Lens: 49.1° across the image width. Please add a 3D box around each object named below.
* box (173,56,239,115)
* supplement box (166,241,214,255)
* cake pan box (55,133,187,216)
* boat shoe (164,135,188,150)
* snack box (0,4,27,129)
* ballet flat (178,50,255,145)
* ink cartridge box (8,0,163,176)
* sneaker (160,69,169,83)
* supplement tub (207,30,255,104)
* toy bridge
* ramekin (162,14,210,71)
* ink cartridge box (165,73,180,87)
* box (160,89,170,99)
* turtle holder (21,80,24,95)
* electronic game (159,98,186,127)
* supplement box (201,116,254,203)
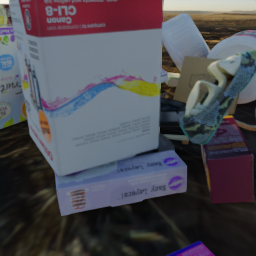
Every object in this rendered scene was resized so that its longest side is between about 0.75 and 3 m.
[{"bbox_3d":[2.437,-1.348,8.533,1.907,1.559,0.203,15,3,30],"label":"box"},{"bbox_3d":[0.814,1.765,2.648,0.600,0.588,1.161,-11,27,-24],"label":"supplement box"},{"bbox_3d":[-0.259,0.597,5.286,2.244,0.587,2.066,-7,27,-13],"label":"cake pan box"},{"bbox_3d":[0.890,0.312,6.237,0.386,0.322,1.034,-5,6,-43],"label":"boat shoe"},{"bbox_3d":[-3.596,-1.400,6.775,1.005,2.968,2.503,17,30,32],"label":"snack box"},{"bbox_3d":[1.524,-0.695,4.695,0.761,0.761,2.051,22,71,40],"label":"ballet flat"},{"bbox_3d":[-0.711,-0.893,4.730,1.889,2.612,1.898,-14,26,-27],"label":"ink cartridge box"},{"bbox_3d":[0.548,-2.122,9.119,1.043,1.641,2.878,-18,5,18],"label":"sneaker"},{"bbox_3d":[3.973,-2.186,9.597,2.098,2.098,2.989,13,27,26],"label":"supplement tub"},{"bbox_3d":[3.364,-0.233,7.143,1.789,0.243,0.601,-2,63,15],"label":"toy bridge"},{"bbox_3d":[2.370,-3.286,11.161,1.234,2.650,2.650,-30,15,22],"label":"ramekin"},{"bbox_3d":[1.798,-1.882,10.972,0.618,0.372,0.851,2,22,-10],"label":"ink cartridge box"},{"bbox_3d":[0.808,-1.154,9.628,0.919,0.228,0.912,-15,27,-26],"label":"box"},{"bbox_3d":[-1.551,-1.203,7.093,1.692,1.810,2.382,-7,27,18],"label":"turtle holder"},{"bbox_3d":[0.665,-0.451,7.652,2.443,0.508,2.443,5,17,-1],"label":"electronic game"},{"bbox_3d":[1.700,0.498,5.021,0.681,0.877,1.589,-7,23,12],"label":"supplement box"}]
